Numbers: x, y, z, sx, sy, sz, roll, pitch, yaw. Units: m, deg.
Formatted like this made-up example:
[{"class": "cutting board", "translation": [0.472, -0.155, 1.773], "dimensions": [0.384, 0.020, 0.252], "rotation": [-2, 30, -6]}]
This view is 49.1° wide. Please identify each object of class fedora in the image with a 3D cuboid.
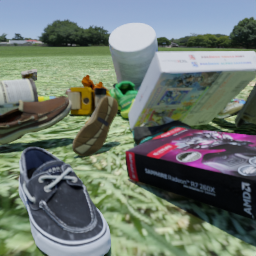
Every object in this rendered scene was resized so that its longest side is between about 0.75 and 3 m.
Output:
[{"class": "fedora", "translation": [4.392, -0.921, 8.183], "dimensions": [1.353, 2.996, 2.650], "rotation": [36, 71, 18]}]

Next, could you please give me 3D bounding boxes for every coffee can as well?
[{"class": "coffee can", "translation": [-4.214, -0.967, 9.733], "dimensions": [1.855, 1.358, 1.358], "rotation": [-11, 21, -30]}]

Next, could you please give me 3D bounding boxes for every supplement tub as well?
[{"class": "supplement tub", "translation": [0.350, -2.693, 11.978], "dimensions": [1.919, 2.909, 1.919], "rotation": [-4, 54, 6]}]

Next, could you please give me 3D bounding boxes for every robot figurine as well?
[{"class": "robot figurine", "translation": [-1.327, -1.683, 12.148], "dimensions": [1.325, 0.532, 1.828], "rotation": [30, -1, 9]}]

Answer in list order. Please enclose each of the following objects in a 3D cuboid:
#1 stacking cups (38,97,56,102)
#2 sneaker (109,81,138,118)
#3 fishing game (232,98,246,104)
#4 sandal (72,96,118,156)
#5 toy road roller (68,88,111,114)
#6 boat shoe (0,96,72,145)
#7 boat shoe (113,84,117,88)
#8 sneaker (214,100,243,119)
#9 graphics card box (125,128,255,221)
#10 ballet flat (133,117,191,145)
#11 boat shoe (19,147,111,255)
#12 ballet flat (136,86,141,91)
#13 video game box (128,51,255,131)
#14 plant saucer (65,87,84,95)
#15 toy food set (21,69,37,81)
[{"class": "stacking cups", "translation": [-3.238, -1.147, 12.085], "dimensions": [1.281, 0.388, 0.388], "rotation": [0, 17, -14]}, {"class": "sneaker", "translation": [-0.062, -1.233, 10.829], "dimensions": [1.060, 1.196, 2.862], "rotation": [-4, 18, -18]}, {"class": "fishing game", "translation": [4.406, -1.136, 12.083], "dimensions": [1.900, 0.295, 1.361], "rotation": [-13, 22, -32]}, {"class": "sandal", "translation": [-0.831, -0.041, 7.118], "dimensions": [0.702, 1.749, 0.472], "rotation": [38, -25, -25]}, {"class": "toy road roller", "translation": [-1.420, -1.024, 10.683], "dimensions": [1.586, 0.975, 1.158], "rotation": [1, 5, 6]}, {"class": "boat shoe", "translation": [-2.523, -0.338, 7.158], "dimensions": [2.162, 0.800, 0.798], "rotation": [-28, 44, -10]}, {"class": "boat shoe", "translation": [0.172, -2.416, 15.543], "dimensions": [2.062, 0.646, 0.755], "rotation": [-1, 18, 0]}, {"class": "sneaker", "translation": [3.129, -0.823, 9.346], "dimensions": [0.795, 0.916, 2.068], "rotation": [-19, 8, -18]}, {"class": "graphics card box", "translation": [1.442, 0.624, 5.095], "dimensions": [1.697, 0.688, 2.705], "rotation": [-20, 19, -38]}, {"class": "ballet flat", "translation": [0.926, 0.010, 7.720], "dimensions": [1.834, 0.623, 0.627], "rotation": [-10, 59, -30]}, {"class": "boat shoe", "translation": [-1.141, 0.981, 4.409], "dimensions": [0.962, 0.909, 2.681], "rotation": [-10, 20, -29]}, {"class": "ballet flat", "translation": [1.577, -1.574, 11.116], "dimensions": [2.774, 1.030, 1.030], "rotation": [-21, 10, 21]}, {"class": "video game box", "translation": [1.635, -0.914, 7.822], "dimensions": [2.727, 0.701, 2.993], "rotation": [-7, -24, -18]}, {"class": "plant saucer", "translation": [-2.545, -1.930, 14.661], "dimensions": [1.483, 0.238, 1.483], "rotation": [-1, 17, 0]}, {"class": "toy food set", "translation": [-3.586, -1.875, 10.242], "dimensions": [0.545, 0.229, 0.760], "rotation": [-19, -10, -22]}]
